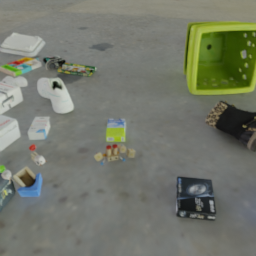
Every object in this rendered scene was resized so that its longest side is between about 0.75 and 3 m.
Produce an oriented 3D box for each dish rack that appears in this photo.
[{"bbox_3d":[-6.173,-4.930,16.323,2.195,0.478,1.884,10,46,6],"label":"dish rack"}]

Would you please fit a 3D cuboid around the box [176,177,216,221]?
[{"bbox_3d":[1.752,1.830,7.361,0.960,0.261,1.198,5,36,7],"label":"box"}]

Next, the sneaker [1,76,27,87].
[{"bbox_3d":[-5.152,-1.987,12.583,1.373,0.516,0.607,7,37,27],"label":"sneaker"}]

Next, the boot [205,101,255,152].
[{"bbox_3d":[4.216,-0.377,9.906,2.015,0.979,2.676,30,51,34],"label":"boot"}]

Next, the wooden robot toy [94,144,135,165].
[{"bbox_3d":[-0.479,0.711,8.719,1.318,0.581,0.598,-8,23,-18],"label":"wooden robot toy"}]

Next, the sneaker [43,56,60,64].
[{"bbox_3d":[-4.134,-3.617,14.892,0.943,0.394,0.570,-1,30,12],"label":"sneaker"}]

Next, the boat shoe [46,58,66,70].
[{"bbox_3d":[-3.715,-3.309,14.420,0.408,0.473,1.301,12,33,22],"label":"boat shoe"}]

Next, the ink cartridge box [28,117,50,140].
[{"bbox_3d":[-3.104,0.003,9.869,0.558,0.329,0.969,0,36,0],"label":"ink cartridge box"}]

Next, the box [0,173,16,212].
[{"bbox_3d":[-4.532,2.077,6.584,2.320,0.750,2.942,9,36,14],"label":"box"}]

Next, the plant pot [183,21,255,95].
[{"bbox_3d":[3.942,-3.306,12.483,2.868,2.882,2.615,-2,30,-3],"label":"plant pot"}]

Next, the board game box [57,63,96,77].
[{"bbox_3d":[-2.577,-2.944,14.145,1.755,0.206,0.919,10,35,14],"label":"board game box"}]

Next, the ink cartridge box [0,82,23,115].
[{"bbox_3d":[-5.289,-1.128,11.124,1.252,0.729,1.719,15,36,21],"label":"ink cartridge box"}]

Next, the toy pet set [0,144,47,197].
[{"bbox_3d":[-2.635,1.325,7.049,0.737,1.295,1.387,41,60,16],"label":"toy pet set"}]

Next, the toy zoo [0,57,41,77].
[{"bbox_3d":[-5.467,-3.235,14.533,1.308,0.204,1.994,23,41,29],"label":"toy zoo"}]

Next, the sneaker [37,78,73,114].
[{"bbox_3d":[-3.045,-1.648,11.557,0.970,1.105,2.758,-23,40,-27],"label":"sneaker"}]

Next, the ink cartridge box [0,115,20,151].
[{"bbox_3d":[-4.765,0.123,9.325,1.815,0.757,1.318,15,38,21],"label":"ink cartridge box"}]

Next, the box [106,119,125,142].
[{"bbox_3d":[-0.426,0.072,9.838,0.649,0.254,1.064,0,35,0],"label":"box"}]
